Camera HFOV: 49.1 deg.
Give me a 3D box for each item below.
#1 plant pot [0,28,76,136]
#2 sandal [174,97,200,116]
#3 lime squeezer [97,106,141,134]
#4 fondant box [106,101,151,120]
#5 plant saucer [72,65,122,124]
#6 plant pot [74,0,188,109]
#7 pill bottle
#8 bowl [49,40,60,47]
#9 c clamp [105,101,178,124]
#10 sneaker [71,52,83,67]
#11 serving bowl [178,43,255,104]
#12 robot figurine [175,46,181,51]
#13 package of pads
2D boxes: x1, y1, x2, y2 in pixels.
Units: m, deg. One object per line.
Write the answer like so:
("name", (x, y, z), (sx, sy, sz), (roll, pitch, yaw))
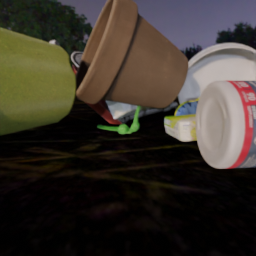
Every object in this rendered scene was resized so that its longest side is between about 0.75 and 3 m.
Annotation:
("plant pot", (-2.576, -0.911, 5.627), (2.742, 2.742, 2.521), (7, 10, 42))
("sandal", (1.997, -0.524, 8.117), (1.443, 0.574, 0.628), (-28, 34, -15))
("lime squeezer", (-0.125, -0.083, 8.015), (0.675, 0.361, 1.912), (35, -39, -27))
("fondant box", (0.178, -1.527, 9.296), (0.788, 1.953, 2.707), (-27, -4, 35))
("plant saucer", (-1.270, -1.151, 10.477), (2.142, 0.394, 2.147), (41, 11, -40))
("plant pot", (0.121, -1.497, 6.721), (2.225, 2.552, 2.552), (21, 0, -20))
("pill bottle", (2.495, -0.074, 4.683), (2.381, 1.424, 1.424), (-1, 8, -9))
("bowl", (-2.541, -2.393, 9.602), (0.372, 0.996, 0.998), (-3, -10, 0))
("c clamp", (0.552, -0.793, 10.567), (2.702, 0.366, 2.309), (-12, 51, -9))
("sneaker", (-1.229, -2.293, 9.993), (1.645, 0.621, 0.936), (27, -6, -13))
("serving bowl", (3.021, -1.498, 9.157), (2.880, 2.880, 0.947), (0, 40, 2))
("robot figurine", (1.505, -2.372, 10.011), (0.447, 1.113, 1.535), (19, 31, -2))
("package of pads", (1.815, -0.045, 7.071), (1.539, 0.525, 1.189), (-6, 10, -9))
